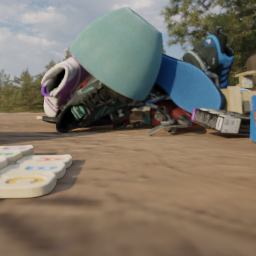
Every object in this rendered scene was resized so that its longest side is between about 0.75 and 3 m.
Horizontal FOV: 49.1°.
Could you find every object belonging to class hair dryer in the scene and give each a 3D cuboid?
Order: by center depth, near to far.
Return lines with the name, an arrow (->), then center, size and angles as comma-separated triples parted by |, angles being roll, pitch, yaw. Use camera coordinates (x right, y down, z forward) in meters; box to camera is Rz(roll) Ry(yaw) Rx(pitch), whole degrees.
hair dryer -> 1.148, -0.163, 6.582 | 2.801, 0.761, 2.133 | -13, 22, -34
hair dryer -> -0.259, -0.160, 7.684 | 0.863, 0.308, 1.132 | -6, 5, -39

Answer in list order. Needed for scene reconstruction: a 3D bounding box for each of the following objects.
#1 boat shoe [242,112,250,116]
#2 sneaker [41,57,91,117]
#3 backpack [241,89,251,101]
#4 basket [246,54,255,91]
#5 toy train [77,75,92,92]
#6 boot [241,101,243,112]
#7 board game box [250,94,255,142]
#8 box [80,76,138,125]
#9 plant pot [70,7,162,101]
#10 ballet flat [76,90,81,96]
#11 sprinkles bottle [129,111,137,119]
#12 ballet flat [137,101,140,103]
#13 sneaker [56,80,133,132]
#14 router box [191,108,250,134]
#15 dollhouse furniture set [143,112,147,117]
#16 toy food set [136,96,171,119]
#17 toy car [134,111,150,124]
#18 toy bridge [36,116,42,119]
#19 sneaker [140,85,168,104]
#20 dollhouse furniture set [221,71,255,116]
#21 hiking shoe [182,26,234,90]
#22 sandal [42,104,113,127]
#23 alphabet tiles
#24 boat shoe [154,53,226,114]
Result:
boat shoe -> 3.210, -0.209, 7.368 | 1.445, 0.530, 0.453 | -5, 16, 24
sneaker -> -1.958, -0.956, 7.414 | 2.365, 0.857, 1.349 | -49, -4, 38
backpack -> 4.363, -1.038, 12.155 | 2.405, 1.849, 1.962 | -14, 10, 2
basket -> 4.176, -1.064, 8.018 | 1.616, 1.792, 1.219 | 14, -20, -18
toy train -> -1.510, -1.206, 9.852 | 0.944, 1.290, 2.230 | 12, 40, 44
boot -> 4.769, -0.594, 10.457 | 1.749, 0.815, 2.262 | 0, 6, -22
board game box -> 2.921, -0.061, 2.986 | 2.617, 0.747, 2.673 | 1, 4, 14
box -> -0.424, -0.902, 7.293 | 0.672, 1.288, 0.953 | -25, 25, 41
plant pot -> -0.039, -1.719, 5.988 | 1.989, 1.339, 1.989 | 32, 22, -15
ballet flat -> -0.771, -1.081, 9.423 | 1.120, 1.009, 2.975 | -3, 20, 36
sprinkles bottle -> 1.323, -0.833, 12.597 | 2.787, 0.951, 0.951 | 1, 4, 10
ballet flat -> 0.143, -0.781, 7.996 | 0.766, 0.241, 0.263 | -2, -20, 37
sneaker -> -0.655, -0.513, 5.964 | 2.224, 0.838, 0.881 | -33, 7, 27
router box -> 1.872, -0.128, 5.194 | 1.102, 0.281, 0.822 | 3, 14, -26
dollhouse furniture set -> 1.315, -0.965, 8.555 | 0.816, 1.626, 1.065 | 32, 20, 21
toy food set -> 0.269, -0.615, 8.812 | 2.175, 0.657, 1.561 | -7, 25, 46
toy car -> 1.075, -0.740, 9.892 | 1.486, 1.314, 1.369 | 18, 16, -29
toy bridge -> -4.369, -0.511, 13.907 | 0.331, 0.134, 0.985 | -3, 5, -25
sneaker -> 0.745, -0.806, 7.370 | 0.580, 0.665, 1.479 | 36, 33, 20
dollhouse furniture set -> 2.812, -0.606, 6.421 | 1.549, 1.358, 1.029 | -6, 4, -7
hiking shoe -> 2.439, -1.547, 7.475 | 1.118, 0.959, 2.578 | -43, -29, 14
sandal -> -1.329, -0.342, 7.451 | 2.263, 0.542, 0.851 | -1, -12, 31
alphabet tiles -> -1.436, 0.313, 2.142 | 1.862, 0.139, 1.904 | 0, 4, -3
boat shoe -> 1.318, -1.179, 6.639 | 0.905, 1.110, 2.638 | 4, 36, -47
